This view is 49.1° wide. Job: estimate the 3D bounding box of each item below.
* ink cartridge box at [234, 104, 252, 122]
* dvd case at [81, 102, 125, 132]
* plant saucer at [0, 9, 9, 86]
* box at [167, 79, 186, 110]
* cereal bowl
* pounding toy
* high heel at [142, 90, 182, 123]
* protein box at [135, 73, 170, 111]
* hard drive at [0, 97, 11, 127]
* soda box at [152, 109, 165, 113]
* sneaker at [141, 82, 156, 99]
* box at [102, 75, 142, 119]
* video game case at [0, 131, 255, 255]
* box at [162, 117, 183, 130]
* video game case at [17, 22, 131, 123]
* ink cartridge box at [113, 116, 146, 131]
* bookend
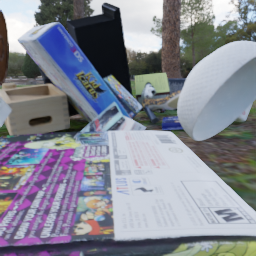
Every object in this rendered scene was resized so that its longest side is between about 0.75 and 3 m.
[{"bbox_3d":[3.203,-1.301,8.550,1.359,1.870,0.818,29,-11,-29],"label":"ink cartridge box"},{"bbox_3d":[-0.538,-0.017,5.416,1.007,0.111,0.735,-41,30,8],"label":"dvd case"},{"bbox_3d":[-2.186,-1.300,4.566,0.261,1.515,1.515,3,10,-14],"label":"plant saucer"},{"bbox_3d":[2.455,-1.531,12.442,2.430,1.301,1.804,4,12,25],"label":"box"},{"bbox_3d":[1.891,-0.849,5.878,2.281,2.281,0.950,-10,50,-43],"label":"cereal bowl"},{"bbox_3d":[-2.823,-0.491,7.252,1.945,1.013,2.214,-13,24,-27],"label":"pounding toy"},{"bbox_3d":[1.053,-0.900,8.423,0.510,1.429,1.018,40,16,-43],"label":"high heel"},{"bbox_3d":[0.864,-1.307,10.148,1.156,0.780,1.147,-5,45,4],"label":"protein box"},{"bbox_3d":[-2.850,-0.622,4.472,0.261,1.990,1.313,-17,36,20],"label":"hard drive"},{"bbox_3d":[1.125,-0.806,11.373,0.307,0.275,0.867,-9,15,-36],"label":"soda box"},{"bbox_3d":[0.725,-1.212,9.221,0.425,0.356,0.961,6,36,11],"label":"sneaker"},{"bbox_3d":[-0.198,-0.783,7.066,0.224,1.187,0.810,-43,4,23],"label":"box"},{"bbox_3d":[-0.486,0.595,3.017,2.669,0.527,2.944,-1,12,-5],"label":"video game case"},{"bbox_3d":[1.327,-0.150,7.883,0.708,0.189,1.168,-3,12,10],"label":"box"},{"bbox_3d":[-1.262,-1.101,6.527,0.612,2.694,2.442,-44,31,-12],"label":"video game case"},{"bbox_3d":[-0.058,0.127,5.268,0.362,0.615,1.068,27,1,-22],"label":"ink cartridge box"},{"bbox_3d":[-1.533,-1.996,8.587,2.829,2.811,1.303,-19,35,-14],"label":"bookend"}]
